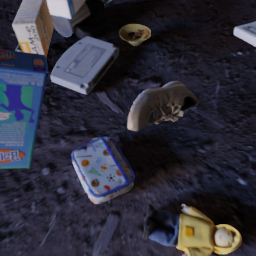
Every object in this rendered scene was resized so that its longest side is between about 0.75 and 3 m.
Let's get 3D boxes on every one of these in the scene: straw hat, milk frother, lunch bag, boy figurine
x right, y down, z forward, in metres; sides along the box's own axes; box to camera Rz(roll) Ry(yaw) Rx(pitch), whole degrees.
[{"bbox_3d":[0.275,-3.502,10.943,1.217,0.515,1.217,-1,55,1],"label":"straw hat"},{"bbox_3d":[-1.783,-4.804,10.928,1.897,2.102,1.977,33,61,17],"label":"milk frother"},{"bbox_3d":[-0.669,1.053,7.576,1.397,0.659,1.743,-22,58,-17],"label":"lunch bag"},{"bbox_3d":[1.476,2.495,6.496,2.240,0.722,1.393,12,52,11],"label":"boy figurine"}]

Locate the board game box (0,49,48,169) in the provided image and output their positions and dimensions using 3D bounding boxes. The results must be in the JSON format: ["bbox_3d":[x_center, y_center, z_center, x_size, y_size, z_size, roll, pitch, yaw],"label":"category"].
[{"bbox_3d":[-2.506,-0.216,4.800,1.844,2.425,0.546,3,44,-27],"label":"board game box"}]

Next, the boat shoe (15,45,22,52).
[{"bbox_3d":[-3.875,-2.496,10.080,0.711,0.726,2.037,3,54,2],"label":"boat shoe"}]

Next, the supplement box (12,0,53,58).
[{"bbox_3d":[-2.708,-2.978,8.190,0.644,1.103,1.750,-3,50,0],"label":"supplement box"}]

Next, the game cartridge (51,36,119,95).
[{"bbox_3d":[-1.589,-2.340,10.155,1.653,0.502,2.480,24,57,12],"label":"game cartridge"}]

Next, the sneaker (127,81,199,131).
[{"bbox_3d":[0.921,-0.533,7.003,2.276,0.851,0.933,-33,53,-33],"label":"sneaker"}]

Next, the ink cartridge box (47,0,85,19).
[{"bbox_3d":[-2.152,-4.788,9.828,1.016,0.990,1.580,19,60,14],"label":"ink cartridge box"}]

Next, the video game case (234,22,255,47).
[{"bbox_3d":[3.792,-2.031,6.250,1.884,0.227,2.067,-18,41,-11],"label":"video game case"}]

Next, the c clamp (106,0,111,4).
[{"bbox_3d":[-0.578,-4.221,8.242,1.238,1.450,0.196,-22,79,32],"label":"c clamp"}]
